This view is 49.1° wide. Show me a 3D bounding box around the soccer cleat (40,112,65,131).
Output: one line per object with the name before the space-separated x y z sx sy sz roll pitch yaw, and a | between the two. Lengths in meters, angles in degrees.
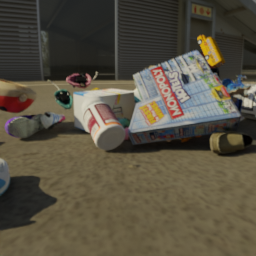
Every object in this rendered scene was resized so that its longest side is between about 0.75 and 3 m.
soccer cleat | -2.771 -0.378 10.371 0.504 0.623 1.444 -33 8 12

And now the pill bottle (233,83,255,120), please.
pill bottle | 5.744 -1.143 12.469 1.569 1.569 2.708 -6 14 -25

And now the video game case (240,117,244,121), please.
video game case | 4.707 -0.442 12.756 0.953 0.086 0.683 9 15 34

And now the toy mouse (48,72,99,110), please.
toy mouse | -2.396 -1.584 12.499 2.513 0.547 2.828 16 58 4

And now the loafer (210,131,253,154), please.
loafer | 2.863 0.351 7.723 1.614 0.614 0.544 -10 -1 -38

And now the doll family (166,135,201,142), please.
doll family | 1.775 -0.085 8.971 1.774 1.101 0.799 -8 -24 -29

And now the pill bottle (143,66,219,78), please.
pill bottle | 1.878 -1.536 10.055 2.595 1.451 1.451 2 12 22

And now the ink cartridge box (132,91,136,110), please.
ink cartridge box | -0.224 -1.143 13.320 1.171 1.151 1.591 3 12 36

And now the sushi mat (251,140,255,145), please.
sushi mat | 3.991 0.460 8.648 1.206 0.073 0.577 5 14 22

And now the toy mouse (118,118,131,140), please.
toy mouse | 0.004 -0.022 9.405 1.678 0.365 1.888 -12 24 1

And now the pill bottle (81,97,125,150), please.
pill bottle | -0.783 -0.177 8.222 0.907 0.907 1.588 -6 42 -26

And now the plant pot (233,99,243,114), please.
plant pot | 4.101 -0.792 11.869 1.074 1.194 1.194 -1 14 -29

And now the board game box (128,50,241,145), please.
board game box | 1.229 -0.818 8.418 2.984 2.986 0.921 -21 -29 2

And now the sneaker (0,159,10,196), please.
sneaker | -2.771 0.863 4.828 0.865 0.913 2.260 -1 11 3

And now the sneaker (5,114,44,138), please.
sneaker | -3.806 -0.050 9.764 1.010 0.706 2.030 -3 7 12

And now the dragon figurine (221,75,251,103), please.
dragon figurine | 4.022 -1.522 11.031 2.185 0.643 1.086 -18 35 -23

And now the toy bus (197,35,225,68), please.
toy bus | 2.440 -2.291 8.283 0.343 1.053 0.412 0 -25 -45

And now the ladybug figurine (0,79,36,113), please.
ladybug figurine | -4.477 -1.183 10.204 1.908 1.011 2.811 9 8 -45

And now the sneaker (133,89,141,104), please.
sneaker | 1.036 -1.139 12.565 1.886 0.762 0.722 40 -19 4

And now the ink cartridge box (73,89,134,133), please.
ink cartridge box | -0.861 -0.673 10.331 1.848 1.337 1.360 -13 20 -41
